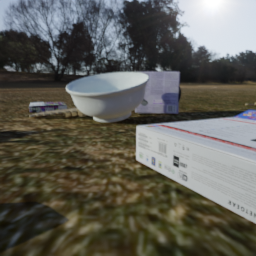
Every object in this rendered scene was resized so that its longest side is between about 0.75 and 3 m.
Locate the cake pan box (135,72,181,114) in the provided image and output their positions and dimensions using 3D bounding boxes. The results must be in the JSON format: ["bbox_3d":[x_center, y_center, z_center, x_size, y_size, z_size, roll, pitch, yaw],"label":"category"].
[{"bbox_3d":[1.268,-1.473,11.811,1.910,1.759,0.500,1,4,9],"label":"cake pan box"}]

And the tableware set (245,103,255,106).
[{"bbox_3d":[6.327,-0.685,11.074,2.726,0.546,1.802,4,-3,-13],"label":"tableware set"}]

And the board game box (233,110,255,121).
[{"bbox_3d":[3.906,-0.124,7.885,1.432,0.477,2.131,7,12,34],"label":"board game box"}]

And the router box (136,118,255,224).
[{"bbox_3d":[1.829,0.387,4.407,2.452,0.667,2.732,-5,11,-27],"label":"router box"}]

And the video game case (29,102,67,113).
[{"bbox_3d":[-3.810,-0.993,13.292,1.639,0.324,1.809,-3,10,-18],"label":"video game case"}]

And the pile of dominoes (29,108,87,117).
[{"bbox_3d":[-2.743,-0.508,11.125,2.167,0.345,1.689,-6,8,9],"label":"pile of dominoes"}]

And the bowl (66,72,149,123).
[{"bbox_3d":[-0.651,-1.034,9.926,2.917,1.311,2.917,-5,22,2],"label":"bowl"}]
